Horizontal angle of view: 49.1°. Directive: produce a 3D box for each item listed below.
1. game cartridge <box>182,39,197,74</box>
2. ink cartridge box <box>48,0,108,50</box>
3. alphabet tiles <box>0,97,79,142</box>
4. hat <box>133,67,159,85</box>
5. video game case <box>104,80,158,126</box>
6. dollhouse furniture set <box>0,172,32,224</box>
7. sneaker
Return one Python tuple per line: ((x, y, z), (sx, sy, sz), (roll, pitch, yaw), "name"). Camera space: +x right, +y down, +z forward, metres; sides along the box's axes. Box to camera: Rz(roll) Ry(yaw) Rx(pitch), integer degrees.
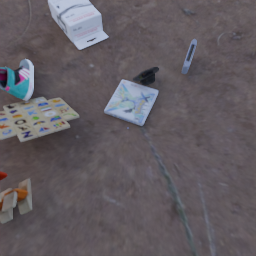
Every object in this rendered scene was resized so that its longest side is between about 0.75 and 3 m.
((2.063, -2.375, 9.462), (0.208, 0.687, 1.030), (19, 80, 5), "game cartridge")
((-1.886, -4.147, 10.640), (1.335, 0.781, 2.302), (-30, 64, -16), "ink cartridge box")
((-2.674, -0.336, 7.949), (2.102, 0.080, 2.526), (-19, 32, -25), "alphabet tiles")
((0.638, -1.618, 9.132), (0.924, 0.373, 0.924), (-24, 21, 10), "hat")
((0.122, -0.850, 9.016), (1.305, 0.158, 1.432), (20, 61, 13), "video game case")
((-3.901, 1.474, 6.534), (2.398, 2.424, 1.249), (-28, 56, 20), "dollhouse furniture set")
((-3.652, -1.705, 8.937), (1.071, 0.742, 1.775), (21, 38, -39), "sneaker")
